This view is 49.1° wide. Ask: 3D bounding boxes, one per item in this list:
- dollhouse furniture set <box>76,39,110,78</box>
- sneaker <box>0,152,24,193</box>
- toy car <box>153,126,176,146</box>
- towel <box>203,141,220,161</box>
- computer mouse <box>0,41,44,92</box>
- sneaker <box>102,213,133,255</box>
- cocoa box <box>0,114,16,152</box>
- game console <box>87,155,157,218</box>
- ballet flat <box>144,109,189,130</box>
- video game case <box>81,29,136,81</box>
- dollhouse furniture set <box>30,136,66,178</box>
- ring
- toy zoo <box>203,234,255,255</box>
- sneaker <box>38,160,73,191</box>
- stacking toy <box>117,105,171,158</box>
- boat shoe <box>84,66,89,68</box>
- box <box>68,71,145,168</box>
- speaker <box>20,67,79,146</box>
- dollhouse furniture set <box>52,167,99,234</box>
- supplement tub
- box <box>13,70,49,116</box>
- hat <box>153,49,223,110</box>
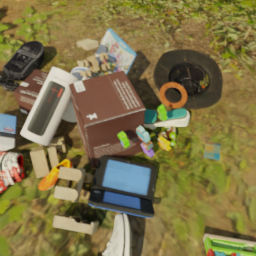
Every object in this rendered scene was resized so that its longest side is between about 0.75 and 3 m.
[{"bbox_3d":[-1.243,-2.317,9.196,0.952,1.036,0.674,-27,36,-26],"label":"dollhouse furniture set"},{"bbox_3d":[-4.076,1.737,8.764,1.272,0.792,2.373,0,48,3],"label":"sneaker"},{"bbox_3d":[1.315,0.252,10.087,0.795,0.628,0.653,2,32,9],"label":"toy car"},{"bbox_3d":[2.997,0.825,9.981,0.551,0.081,0.751,12,50,9],"label":"towel"},{"bbox_3d":[-4.804,-2.749,12.562,1.962,0.747,2.833,27,67,20],"label":"computer mouse"},{"bbox_3d":[-0.717,3.501,7.149,1.619,1.062,2.814,3,53,0],"label":"sneaker"},{"bbox_3d":[-4.646,0.101,9.026,1.651,1.101,1.083,13,69,-43],"label":"cocoa box"},{"bbox_3d":[-0.097,1.688,8.340,1.912,1.131,1.632,12,7,-2],"label":"game console"},{"bbox_3d":[1.152,-0.250,10.340,2.240,0.778,0.778,-1,48,22],"label":"ballet flat"},{"bbox_3d":[-0.641,-2.169,10.053,0.191,1.534,2.143,18,79,46],"label":"video game case"},{"bbox_3d":[-2.695,0.982,9.768,1.089,0.933,1.145,-11,17,-10],"label":"dollhouse furniture set"},{"bbox_3d":[1.661,-1.211,10.277,1.036,0.099,1.036,2,69,-6],"label":"ring"},{"bbox_3d":[2.753,3.578,6.799,1.485,0.232,2.264,9,22,2],"label":"toy zoo"},{"bbox_3d":[-2.390,1.485,9.043,1.311,0.506,0.478,-43,60,-14],"label":"sneaker"},{"bbox_3d":[0.531,0.423,8.910,1.661,2.203,0.518,-36,51,-17],"label":"stacking toy"},{"bbox_3d":[-1.432,-2.373,12.025,1.474,0.540,0.462,4,3,-36],"label":"boat shoe"},{"bbox_3d":[-0.692,-0.250,9.388,1.924,2.344,1.944,-16,53,-13],"label":"box"},{"bbox_3d":[-2.602,-0.725,9.414,1.025,1.025,2.524,25,87,19],"label":"speaker"},{"bbox_3d":[-1.359,2.055,8.121,1.137,1.501,1.712,8,77,7],"label":"dollhouse furniture set"},{"bbox_3d":[-1.991,-1.336,10.954,1.303,1.303,1.974,12,52,10],"label":"supplement tub"},{"bbox_3d":[-3.409,-1.274,10.963,1.214,1.202,1.464,19,53,15],"label":"box"},{"bbox_3d":[2.275,-1.797,11.287,2.912,1.175,2.912,4,72,-12],"label":"hat"}]
